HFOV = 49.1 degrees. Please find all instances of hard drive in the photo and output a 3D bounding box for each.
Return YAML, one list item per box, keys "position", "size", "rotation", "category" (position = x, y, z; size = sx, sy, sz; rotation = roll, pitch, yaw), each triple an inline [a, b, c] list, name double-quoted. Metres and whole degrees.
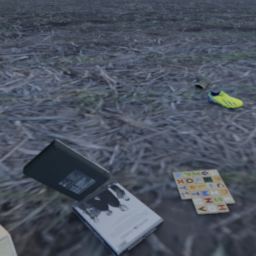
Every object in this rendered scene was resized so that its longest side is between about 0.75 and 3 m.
- position: [-1.269, 0.946, 5.866]
  size: [1.037, 1.487, 0.244]
  rotation: [-38, 35, 21]
  category: "hard drive"

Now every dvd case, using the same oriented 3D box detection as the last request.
- position: [-0.259, 1.921, 6.180]
  size: [1.260, 0.207, 1.676]
  rotation: [-24, 37, -34]
  category: "dvd case"

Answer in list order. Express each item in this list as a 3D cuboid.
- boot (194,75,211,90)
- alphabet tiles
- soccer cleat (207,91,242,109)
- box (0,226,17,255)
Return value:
- position: [3.166, -1.993, 12.431]
  size: [0.844, 0.337, 0.928]
  rotation: [22, 45, 34]
  category: "boot"
- position: [1.861, 1.549, 6.944]
  size: [1.214, 0.055, 1.452]
  rotation: [-3, 31, -5]
  category: "alphabet tiles"
- position: [3.705, -1.115, 10.747]
  size: [1.314, 0.550, 0.425]
  rotation: [16, 35, 23]
  category: "soccer cleat"
- position: [-3.316, 1.932, 5.145]
  size: [2.889, 1.372, 1.123]
  rotation: [25, 39, 32]
  category: "box"
